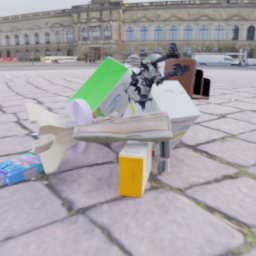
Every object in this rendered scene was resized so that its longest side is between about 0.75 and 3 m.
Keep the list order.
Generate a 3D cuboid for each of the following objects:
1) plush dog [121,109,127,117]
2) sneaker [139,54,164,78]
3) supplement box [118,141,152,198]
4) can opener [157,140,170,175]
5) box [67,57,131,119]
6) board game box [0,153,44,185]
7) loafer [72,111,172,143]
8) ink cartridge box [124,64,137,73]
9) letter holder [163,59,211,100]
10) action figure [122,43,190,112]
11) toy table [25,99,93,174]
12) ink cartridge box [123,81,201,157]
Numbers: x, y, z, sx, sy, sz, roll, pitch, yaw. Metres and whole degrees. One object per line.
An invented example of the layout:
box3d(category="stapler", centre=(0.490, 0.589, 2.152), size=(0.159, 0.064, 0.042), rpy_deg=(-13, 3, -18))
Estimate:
box3d(category="plush dog", centre=(-0.713, -1.011, 15.268), size=(1.547, 1.446, 1.802), rpy_deg=(27, 20, 6))
box3d(category="sneaker", centre=(0.951, -1.648, 10.098), size=(1.045, 2.608, 0.917), rpy_deg=(-12, 60, -17))
box3d(category="supplement box", centre=(0.235, 1.015, 8.101), size=(0.682, 1.169, 1.854), rpy_deg=(4, 16, 11))
box3d(category="can opener", centre=(1.098, 0.841, 8.578), size=(0.318, 1.208, 0.401), rpy_deg=(5, 8, 36))
box3d(category="box", centre=(-0.957, -1.184, 11.445), size=(1.205, 2.491, 2.198), rpy_deg=(34, -14, 22))
box3d(category="board game box", centre=(-3.407, 1.256, 8.816), size=(1.081, 0.320, 1.422), rpy_deg=(11, 20, 34))
box3d(category="loafer", centre=(-0.139, -0.049, 7.697), size=(2.717, 0.854, 0.977), rpy_deg=(1, -13, -11))
box3d(category="ink cartridge box", centre=(-0.228, -2.357, 14.351), size=(0.686, 1.178, 1.630), rpy_deg=(22, -19, -10))
box3d(category="letter holder", centre=(2.147, -1.917, 11.151), size=(1.053, 1.488, 2.094), rpy_deg=(2, 6, -36))
box3d(category="action figure", centre=(0.442, -1.349, 7.610), size=(1.189, 1.385, 2.331), rpy_deg=(5, -24, -40))
box3d(category="toy table", centre=(-2.148, 0.133, 8.644), size=(1.461, 2.494, 2.293), rpy_deg=(-14, 61, -28))
box3d(category="ink cartridge box", centre=(1.003, -0.283, 9.704), size=(1.642, 2.260, 1.635), rpy_deg=(-8, 55, -32))
